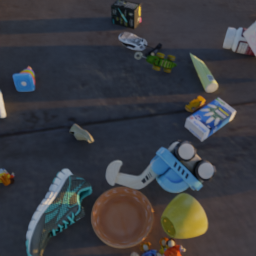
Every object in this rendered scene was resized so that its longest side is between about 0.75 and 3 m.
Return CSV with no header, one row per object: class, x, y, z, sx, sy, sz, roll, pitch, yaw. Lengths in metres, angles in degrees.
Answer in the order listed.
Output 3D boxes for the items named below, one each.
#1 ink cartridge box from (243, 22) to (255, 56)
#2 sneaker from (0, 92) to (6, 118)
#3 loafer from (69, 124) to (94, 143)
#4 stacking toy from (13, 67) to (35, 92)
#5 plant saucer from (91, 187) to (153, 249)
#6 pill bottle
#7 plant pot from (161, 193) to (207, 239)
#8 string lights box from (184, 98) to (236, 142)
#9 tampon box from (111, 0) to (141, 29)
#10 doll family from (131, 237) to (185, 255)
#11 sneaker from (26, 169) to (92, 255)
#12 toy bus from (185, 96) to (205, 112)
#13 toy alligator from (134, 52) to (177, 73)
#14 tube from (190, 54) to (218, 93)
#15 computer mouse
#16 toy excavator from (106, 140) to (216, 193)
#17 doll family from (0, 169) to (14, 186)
ink cartridge box,5.985,-3.413,10.793,0.847,2.969,2.413,-27,86,-6
sneaker,-5.199,-1.049,10.828,0.601,0.620,1.698,-10,51,-28
loafer,-1.658,0.272,9.917,1.167,0.442,0.399,30,70,40
stacking toy,-4.270,-2.193,11.852,0.778,0.823,1.417,-4,37,-4
plant saucer,-0.167,2.579,8.101,1.783,0.334,1.783,0,51,-1
pill bottle,5.492,-3.982,12.951,1.942,1.109,1.109,16,52,12
plant pot,1.355,2.427,7.358,0.824,1.161,1.161,-19,52,-30
string lights box,3.027,-0.325,10.344,1.727,0.509,0.887,-32,59,-23
tampon box,-0.097,-5.941,14.608,1.349,1.011,0.852,20,54,16
doll family,0.745,3.429,7.301,1.592,0.717,0.988,-23,60,4
sneaker,-1.857,2.399,7.864,1.206,1.026,2.644,16,54,8
toy bus,2.593,-0.904,10.914,0.904,0.354,0.294,-35,64,-25
toy alligator,1.271,-2.788,11.873,2.134,0.707,0.513,3,26,-26
tube,3.225,-2.396,12.044,0.545,0.609,2.101,-13,52,1
computer mouse,0.499,-3.955,13.389,2.062,0.452,1.131,27,60,14
toy excavator,0.925,1.344,8.451,2.442,1.255,2.512,44,87,-2
doll family,-4.108,1.721,8.655,0.758,0.550,1.221,35,59,25
